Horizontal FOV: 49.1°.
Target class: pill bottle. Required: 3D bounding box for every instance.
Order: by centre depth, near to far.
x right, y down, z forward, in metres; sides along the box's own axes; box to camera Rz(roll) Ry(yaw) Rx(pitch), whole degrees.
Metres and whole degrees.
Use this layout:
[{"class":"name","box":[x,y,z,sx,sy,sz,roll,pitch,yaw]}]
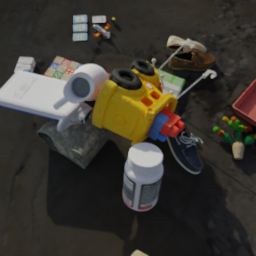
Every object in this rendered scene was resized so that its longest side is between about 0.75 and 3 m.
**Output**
[{"class":"pill bottle","box":[0.449,1.515,8.611,1.167,2.050,1.167,3,41,-2]}]

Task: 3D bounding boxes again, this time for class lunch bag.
[{"class":"lunch bag","box":[-1.936,0.143,10.113,2.121,1.247,1.740,30,60,13]}]

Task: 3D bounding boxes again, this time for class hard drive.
[{"class":"hard drive","box":[-3.020,-1.155,10.022,2.793,0.354,1.843,14,45,3]}]

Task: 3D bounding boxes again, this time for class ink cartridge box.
[{"class":"ink cartridge box","box":[-4.473,-2.619,12.168,0.627,0.362,0.865,5,61,3]}]

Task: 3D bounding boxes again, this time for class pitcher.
[{"class":"pitcher","box":[-1.563,-1.318,9.365,1.736,2.024,1.227,-31,100,19]}]

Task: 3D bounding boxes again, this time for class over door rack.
[{"class":"over door rack","box":[1.687,-1.996,10.399,2.466,0.822,1.822,-35,58,23]}]

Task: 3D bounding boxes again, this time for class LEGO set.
[{"class":"LEGO set","box":[-1.605,-4.903,13.371,2.085,0.512,1.558,-3,65,-2]}]

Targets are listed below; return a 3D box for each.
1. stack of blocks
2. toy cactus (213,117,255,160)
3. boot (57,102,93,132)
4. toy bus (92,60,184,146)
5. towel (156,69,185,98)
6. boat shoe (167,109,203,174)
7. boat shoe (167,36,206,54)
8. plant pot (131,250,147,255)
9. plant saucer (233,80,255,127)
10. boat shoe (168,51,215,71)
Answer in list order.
[{"class":"stack of blocks","box":[-2.122,-1.877,11.552,2.446,0.716,1.408,19,63,10]},{"class":"toy cactus","box":[4.119,0.381,10.334,1.852,0.947,1.528,8,71,-5]},{"class":"boot","box":[-1.661,-0.291,8.936,0.612,0.471,1.281,30,68,15]},{"class":"toy bus","box":[0.665,-0.705,9.347,2.771,1.959,2.887,32,39,14]},{"class":"towel","box":[1.052,-1.328,11.523,1.906,0.392,2.555,25,62,11]},{"class":"boat shoe","box":[1.968,0.404,9.970,0.946,0.782,2.528,-5,61,-38]},{"class":"boat shoe","box":[2.586,-3.547,12.579,1.767,0.652,0.611,20,74,13]},{"class":"plant pot","box":[0.428,4.479,7.553,1.844,1.846,1.634,-41,58,-20]},{"class":"plant saucer","box":[5.484,-0.605,10.772,2.449,0.450,2.445,37,53,19]},{"class":"boat shoe","box":[2.824,-2.935,12.143,2.081,0.707,0.749,-8,62,-4]}]
